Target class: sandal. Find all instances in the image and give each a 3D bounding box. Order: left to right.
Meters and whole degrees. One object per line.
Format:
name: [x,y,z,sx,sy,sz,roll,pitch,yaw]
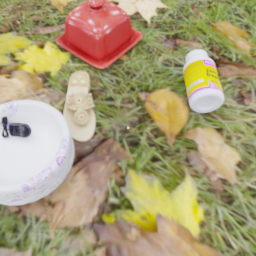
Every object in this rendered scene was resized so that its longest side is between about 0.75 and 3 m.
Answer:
sandal: [-1.731,-1.022,9.564,1.104,0.990,3.010,-5,56,-3]

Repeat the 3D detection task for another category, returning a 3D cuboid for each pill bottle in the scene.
pill bottle: [2.576,-1.704,9.862,1.148,1.148,2.202,-2,58,-1]

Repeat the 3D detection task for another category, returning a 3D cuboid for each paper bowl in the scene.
paper bowl: [-3.005,0.749,8.025,2.919,1.518,2.919,0,54,0]

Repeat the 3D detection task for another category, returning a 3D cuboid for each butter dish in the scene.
butter dish: [-1.194,-4.152,11.055,2.797,2.073,2.805,34,62,22]

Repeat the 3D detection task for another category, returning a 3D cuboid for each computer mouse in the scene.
computer mouse: [-3.185,0.023,8.086,0.946,0.655,0.249,8,15,10]
